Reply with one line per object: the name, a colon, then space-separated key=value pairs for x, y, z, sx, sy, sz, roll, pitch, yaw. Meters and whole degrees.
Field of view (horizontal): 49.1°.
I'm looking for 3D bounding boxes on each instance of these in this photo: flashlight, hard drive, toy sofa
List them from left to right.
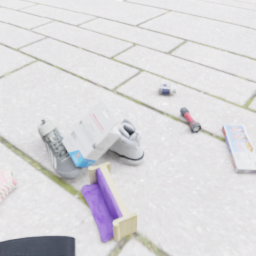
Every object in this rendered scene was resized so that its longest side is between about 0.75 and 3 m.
hard drive: x=-2.877 y=3.844 z=7.418 sx=2.922 sy=0.618 sz=1.971 roll=-5 pitch=42 yaw=-6
toy sofa: x=-0.700 y=2.317 z=8.893 sx=1.160 sy=0.984 sz=2.376 roll=-16 pitch=44 yaw=-19
flashlight: x=2.704 y=-0.385 z=12.333 sx=0.492 sy=0.491 sz=1.449 roll=-6 pitch=43 yaw=-19

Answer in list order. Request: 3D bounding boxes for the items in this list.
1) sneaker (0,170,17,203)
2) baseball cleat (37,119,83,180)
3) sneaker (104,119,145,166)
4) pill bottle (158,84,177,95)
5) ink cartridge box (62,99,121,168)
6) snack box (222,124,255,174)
sneaker: x=-4.262 y=2.092 z=9.369 sx=0.933 sy=0.672 sz=1.785 roll=-10 pitch=38 yaw=-4
baseball cleat: x=-2.687 y=0.684 z=10.319 sx=1.018 sy=1.554 sz=2.921 roll=-36 pitch=46 yaw=-14
sneaker: x=-0.567 y=0.310 z=10.735 sx=2.698 sy=1.551 sz=1.014 roll=22 pitch=46 yaw=23
pill bottle: x=1.960 y=-1.935 z=14.019 sx=0.916 sy=0.508 sz=0.508 roll=6 pitch=42 yaw=10
ink cartridge box: x=-1.143 y=0.213 z=9.692 sx=2.168 sy=0.723 sz=1.256 roll=-45 pitch=58 yaw=14
snack box: x=4.471 y=0.766 z=11.161 sx=0.909 sy=0.308 sz=2.530 roll=2 pitch=41 yaw=2
